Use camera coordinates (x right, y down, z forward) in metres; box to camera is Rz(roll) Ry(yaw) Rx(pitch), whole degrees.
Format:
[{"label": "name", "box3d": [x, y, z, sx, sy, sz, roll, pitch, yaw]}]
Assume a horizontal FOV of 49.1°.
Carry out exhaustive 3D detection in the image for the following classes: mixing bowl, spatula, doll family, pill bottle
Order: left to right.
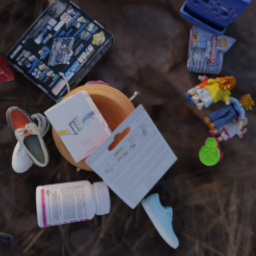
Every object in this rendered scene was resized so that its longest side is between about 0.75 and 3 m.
[{"label": "spatula", "box3d": [-4.437, 2.961, 8.158, 2.359, 0.242, 0.667, 13, 86, 1]}, {"label": "mixing bowl", "box3d": [-3.720, -1.650, 7.778, 0.549, 1.013, 1.013, -29, 86, -3]}, {"label": "pill bottle", "box3d": [-1.497, 2.021, 7.633, 1.855, 1.052, 1.052, -4, 85, -16]}, {"label": "doll family", "box3d": [2.778, -0.666, 8.074, 1.387, 1.007, 2.235, -32, 86, -2]}]

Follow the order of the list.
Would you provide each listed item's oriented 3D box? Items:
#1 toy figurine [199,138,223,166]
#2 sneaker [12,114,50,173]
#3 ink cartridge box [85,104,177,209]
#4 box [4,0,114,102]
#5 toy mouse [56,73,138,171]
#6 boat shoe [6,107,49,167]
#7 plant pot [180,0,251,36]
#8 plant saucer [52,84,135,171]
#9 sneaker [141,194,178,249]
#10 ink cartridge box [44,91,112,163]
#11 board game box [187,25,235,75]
[{"label": "toy figurine", "box3d": [2.474, 0.689, 8.078, 0.582, 0.714, 0.776, 8, 90, 37]}, {"label": "sneaker", "box3d": [-2.939, 0.430, 8.119, 0.691, 0.728, 1.808, 20, 85, 1]}, {"label": "ink cartridge box", "box3d": [0.100, 0.753, 7.335, 1.946, 0.683, 2.394, -46, 126, -11]}, {"label": "box", "box3d": [-2.022, -2.356, 8.417, 2.070, 0.599, 2.604, 39, 86, 3]}, {"label": "toy mouse", "box3d": [-1.167, -0.583, 8.154, 2.788, 0.540, 2.478, -39, 92, 5]}, {"label": "boat shoe", "box3d": [-2.667, 0.242, 7.512, 0.637, 0.560, 1.789, -28, 101, -15]}, {"label": "plant pot", "box3d": [2.517, -3.725, 7.944, 1.642, 1.477, 1.642, 30, 60, 2]}, {"label": "plant saucer", "box3d": [-0.913, 0.030, 7.719, 2.455, 0.459, 2.455, 0, 97, 2]}, {"label": "sneaker", "box3d": [1.064, 2.627, 8.008, 0.665, 0.600, 1.623, -34, 87, 2]}, {"label": "ink cartridge box", "box3d": [-1.169, -0.076, 6.990, 1.024, 1.042, 1.416, -31, 96, 4]}, {"label": "board game box", "box3d": [2.530, -2.348, 8.518, 1.326, 0.409, 1.327, 5, 85, 1]}]
